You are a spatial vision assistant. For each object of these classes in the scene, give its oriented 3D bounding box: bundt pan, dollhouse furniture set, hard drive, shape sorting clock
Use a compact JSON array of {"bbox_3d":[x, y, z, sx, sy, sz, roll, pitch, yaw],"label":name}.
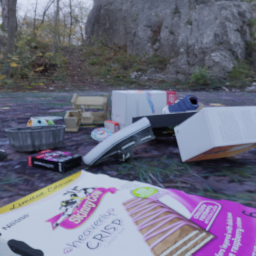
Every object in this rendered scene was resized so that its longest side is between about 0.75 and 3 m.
[{"bbox_3d":[-2.989,0.338,9.228,1.927,0.723,1.927,-3,6,0],"label":"bundt pan"},{"bbox_3d":[-1.370,-0.401,13.368,2.734,1.520,2.418,1,35,3],"label":"dollhouse furniture set"},{"bbox_3d":[3.294,-0.697,13.532,1.456,1.700,1.788,11,0,29],"label":"dollhouse furniture set"},{"bbox_3d":[1.691,-0.088,9.849,2.709,0.513,1.893,-4,-13,21],"label":"hard drive"},{"bbox_3d":[-1.032,0.249,10.898,0.789,0.155,0.789,1,33,0],"label":"shape sorting clock"}]

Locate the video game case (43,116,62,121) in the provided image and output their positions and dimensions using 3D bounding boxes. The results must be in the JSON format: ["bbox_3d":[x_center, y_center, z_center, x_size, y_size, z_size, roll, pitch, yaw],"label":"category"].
[{"bbox_3d":[-4.520,-0.541,16.239,1.024,0.113,0.934,4,11,27],"label":"video game case"}]

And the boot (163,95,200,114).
[{"bbox_3d":[2.501,-0.767,11.298,1.174,0.946,2.600,-33,-11,32],"label":"boot"}]

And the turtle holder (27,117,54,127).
[{"bbox_3d":[-3.593,-0.031,11.449,1.081,0.768,0.821,-3,10,-15],"label":"turtle holder"}]

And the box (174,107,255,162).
[{"bbox_3d":[2.547,0.183,7.714,1.956,1.040,1.489,-4,-19,-24],"label":"box"}]

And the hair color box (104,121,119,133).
[{"bbox_3d":[-0.736,-0.042,12.445,0.269,0.446,0.878,-9,14,-33],"label":"hair color box"}]

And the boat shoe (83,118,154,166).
[{"bbox_3d":[-0.138,0.523,7.965,2.361,0.837,0.851,-31,-4,-26],"label":"boat shoe"}]

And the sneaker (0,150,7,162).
[{"bbox_3d":[-3.857,0.870,7.790,0.906,0.343,0.524,-8,12,18],"label":"sneaker"}]

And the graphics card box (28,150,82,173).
[{"bbox_3d":[-1.977,0.886,7.563,1.251,0.318,0.785,7,12,29],"label":"graphics card box"}]

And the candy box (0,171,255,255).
[{"bbox_3d":[0.019,1.370,3.132,2.919,0.890,1.991,5,12,29],"label":"candy box"}]

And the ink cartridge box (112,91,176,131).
[{"bbox_3d":[0.663,-0.780,12.731,2.483,1.796,1.804,-4,11,-23],"label":"ink cartridge box"}]
